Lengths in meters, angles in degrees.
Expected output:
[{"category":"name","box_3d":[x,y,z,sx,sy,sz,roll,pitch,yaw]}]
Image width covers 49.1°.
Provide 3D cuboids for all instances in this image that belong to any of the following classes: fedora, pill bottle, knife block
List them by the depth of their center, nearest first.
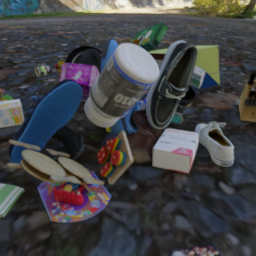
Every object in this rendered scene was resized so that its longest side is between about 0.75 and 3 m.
[{"category":"pill bottle","box_3d":[-0.254,-0.967,7.017,1.171,2.059,1.171,20,47,-22]},{"category":"knife block","box_3d":[4.987,-1.447,10.954,0.802,2.199,2.505,9,29,15]},{"category":"fedora","box_3d":[-1.591,-2.393,11.574,2.288,2.288,1.045,-10,-2,-19]}]

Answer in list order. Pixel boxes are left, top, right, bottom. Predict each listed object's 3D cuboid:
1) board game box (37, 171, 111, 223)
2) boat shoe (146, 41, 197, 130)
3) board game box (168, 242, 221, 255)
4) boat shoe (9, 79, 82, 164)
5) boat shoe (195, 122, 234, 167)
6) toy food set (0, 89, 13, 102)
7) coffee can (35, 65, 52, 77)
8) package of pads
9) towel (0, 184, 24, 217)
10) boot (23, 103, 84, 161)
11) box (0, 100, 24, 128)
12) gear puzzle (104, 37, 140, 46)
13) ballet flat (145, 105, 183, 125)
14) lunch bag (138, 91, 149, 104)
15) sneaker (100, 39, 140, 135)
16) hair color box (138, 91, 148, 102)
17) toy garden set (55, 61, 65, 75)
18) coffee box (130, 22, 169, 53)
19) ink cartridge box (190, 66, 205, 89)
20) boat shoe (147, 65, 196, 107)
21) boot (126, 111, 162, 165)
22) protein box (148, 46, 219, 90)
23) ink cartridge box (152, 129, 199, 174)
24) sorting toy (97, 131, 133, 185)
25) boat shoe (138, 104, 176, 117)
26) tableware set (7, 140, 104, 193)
[{"category":"board game box","box_3d":[-1.411,1.526,7.195,1.584,0.390,2.005,-15,32,-25]},{"category":"boat shoe","box_3d":[1.335,-1.291,8.853,1.060,2.942,1.043,10,14,-17]},{"category":"board game box","box_3d":[1.430,2.767,4.957,0.974,0.249,1.437,-7,29,-15]},{"category":"boat shoe","box_3d":[-2.236,-0.267,7.065,2.571,1.082,0.883,-46,39,2]},{"category":"boat shoe","box_3d":[2.777,0.210,9.079,0.852,0.983,2.305,-1,27,-3]},{"category":"toy food set","box_3d":[-5.684,-1.218,12.120,1.281,0.711,2.177,-21,34,-34]},{"category":"coffee can","box_3d":[-4.936,-3.314,16.302,0.793,0.581,0.581,-23,35,-35]},{"category":"package of pads","box_3d":[-1.329,-1.307,8.627,1.061,0.666,1.761,7,-13,5]},{"category":"towel","box_3d":[-3.487,1.762,7.010,1.410,0.165,1.075,4,28,10]},{"category":"boot","box_3d":[-2.243,0.109,8.433,1.880,0.617,1.550,40,4,-19]},{"category":"box","box_3d":[-4.776,-0.519,10.684,1.427,0.803,0.723,-10,30,-22]},{"category":"gear puzzle","box_3d":[-0.186,-2.553,8.517,1.167,0.604,0.153,-13,64,-11]},{"category":"ballet flat","box_3d":[1.270,-0.495,9.952,1.408,0.474,0.448,24,15,10]},{"category":"lunch bag","box_3d":[0.949,-1.135,12.041,1.436,0.677,1.792,-3,27,-3]},{"category":"sneaker","box_3d":[-0.159,-1.167,8.443,1.151,2.936,0.968,4,24,15]},{"category":"hair color box","box_3d":[-0.084,-1.942,10.423,0.652,2.128,1.080,-8,21,44]},{"category":"toy garden set","box_3d":[-2.331,-2.245,12.703,1.636,1.963,0.392,-4,40,-3]},{"category":"coffee box","box_3d":[0.582,-2.879,9.268,1.536,0.338,0.945,4,60,57]},{"category":"ink cartridge box","box_3d":[2.133,-1.979,10.100,1.200,0.966,0.301,28,78,15]},{"category":"boat shoe","box_3d":[1.206,-1.636,9.946,2.844,1.061,0.885,28,-6,-10]},{"category":"boot","box_3d":[-0.067,0.190,9.295,2.255,0.777,2.420,15,34,13]},{"category":"protein box","box_3d":[2.428,-2.852,13.452,2.682,1.823,2.702,-13,19,-18]},{"category":"ink cartridge box","box_3d":[1.478,0.652,8.532,1.114,0.629,1.521,10,25,19]},{"category":"sorting toy","box_3d":[-0.403,0.755,7.406,0.365,1.043,1.050,18,36,-31]},{"category":"boat shoe","box_3d":[0.776,-0.568,10.796,2.136,0.730,0.789,-6,7,-4]},{"category":"tableware set","box_3d":[-1.630,1.028,6.493,1.493,0.453,2.259,33,1,25]}]
